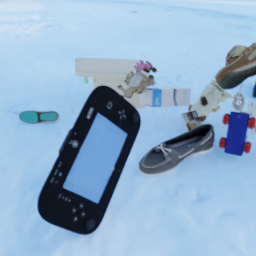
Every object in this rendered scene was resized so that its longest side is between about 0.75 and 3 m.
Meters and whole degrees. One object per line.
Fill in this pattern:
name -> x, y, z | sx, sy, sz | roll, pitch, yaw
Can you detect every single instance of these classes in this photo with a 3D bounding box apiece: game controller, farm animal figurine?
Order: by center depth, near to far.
game controller -> -0.697, 0.621, 5.808 | 0.627, 1.553, 2.978 | 5, 64, 40
farm animal figurine -> 0.398, -1.392, 8.437 | 0.764, 1.227, 1.519 | 44, 22, 1

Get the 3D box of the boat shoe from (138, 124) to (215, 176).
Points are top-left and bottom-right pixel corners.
boat shoe -> 1.389, 0.524, 7.874 | 2.647, 0.754, 0.885 | -18, 35, -28

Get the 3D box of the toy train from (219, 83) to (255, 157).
toy train -> 3.168, -0.284, 7.852 | 0.826, 1.951, 1.129 | 11, 16, 27

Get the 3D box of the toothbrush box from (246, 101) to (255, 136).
toothbrush box -> 4.293, -0.347, 8.414 | 1.290, 0.939, 0.555 | -5, 21, 24

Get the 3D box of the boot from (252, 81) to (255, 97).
boot -> 6.194, -1.757, 11.696 | 1.640, 0.746, 1.952 | 12, 39, 26

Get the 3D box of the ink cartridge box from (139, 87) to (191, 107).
ink cartridge box -> 1.235, -1.063, 9.461 | 1.440, 0.606, 1.041 | -4, 13, -20

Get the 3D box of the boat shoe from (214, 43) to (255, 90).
boat shoe -> 3.236, -1.863, 8.111 | 2.563, 0.970, 0.947 | -25, 71, -38

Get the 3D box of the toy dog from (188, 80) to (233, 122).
toy dog -> 2.711, -0.815, 9.590 | 0.932, 1.336, 1.295 | 45, 32, 16

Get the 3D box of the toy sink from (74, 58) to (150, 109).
toy sink -> -0.705, -1.713, 10.927 | 2.709, 1.518, 1.766 | 0, 30, -11

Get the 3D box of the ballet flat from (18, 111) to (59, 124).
ballet flat -> -3.097, -0.377, 9.829 | 1.380, 0.465, 0.440 | -1, 3, -3

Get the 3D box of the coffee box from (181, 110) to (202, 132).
coffee box -> 2.067, -0.107, 8.986 | 0.494, 0.349, 0.874 | -12, 49, 2
